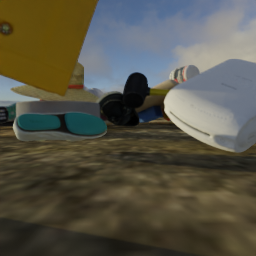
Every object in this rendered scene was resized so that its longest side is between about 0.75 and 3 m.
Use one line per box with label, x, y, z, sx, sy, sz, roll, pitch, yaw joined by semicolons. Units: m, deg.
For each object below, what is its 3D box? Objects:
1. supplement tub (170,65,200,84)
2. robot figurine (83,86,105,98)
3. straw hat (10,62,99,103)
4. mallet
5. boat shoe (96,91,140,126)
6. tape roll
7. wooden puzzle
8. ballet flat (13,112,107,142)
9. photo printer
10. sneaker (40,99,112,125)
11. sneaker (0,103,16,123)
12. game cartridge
supplement tub;1.755;-1.612;8.744;0.590;0.590;0.840;-2;1;-29
robot figurine;-1.570;-0.851;10.215;1.836;1.557;1.037;-18;-25;-17
straw hat;-1.780;-1.362;7.456;2.477;1.048;2.477;9;12;-2
mallet;1.232;-0.902;6.723;2.721;0.560;0.896;0;43;0
boat shoe;-0.181;-0.358;6.990;0.716;0.635;1.916;-41;-19;5
tape roll;-1.405;-0.226;5.733;1.663;0.549;1.663;0;1;0
wooden puzzle;1.541;-0.748;9.865;2.995;0.693;2.774;2;-16;-42
ballet flat;-0.707;0.012;2.954;0.961;0.334;0.334;1;2;-30
photo printer;1.139;-0.290;3.121;1.304;0.453;1.085;-28;40;-23
sneaker;-1.294;-0.628;8.062;2.498;1.125;0.936;-6;7;-43
sneaker;-4.820;-0.590;11.264;0.949;0.807;2.168;-4;2;23
game cartridge;-1.659;-2.085;4.250;2.322;2.634;0.427;19;2;-24
